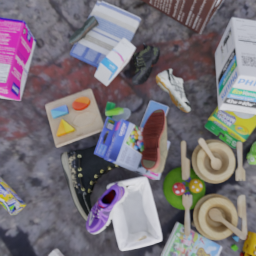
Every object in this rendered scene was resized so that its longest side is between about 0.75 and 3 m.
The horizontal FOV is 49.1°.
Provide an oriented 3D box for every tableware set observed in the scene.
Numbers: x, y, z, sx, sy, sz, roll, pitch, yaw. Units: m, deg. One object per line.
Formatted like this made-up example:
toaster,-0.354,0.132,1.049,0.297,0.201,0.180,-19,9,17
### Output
tableware set,2.654,1.818,8.363,1.982,0.601,2.999,0,80,-1

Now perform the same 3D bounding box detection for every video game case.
video game case,1.781,3.994,8.400,1.573,0.191,1.728,29,79,-1

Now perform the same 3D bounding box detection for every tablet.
tablet,0.902,-0.362,9.628,0.695,0.073,1.068,21,76,5

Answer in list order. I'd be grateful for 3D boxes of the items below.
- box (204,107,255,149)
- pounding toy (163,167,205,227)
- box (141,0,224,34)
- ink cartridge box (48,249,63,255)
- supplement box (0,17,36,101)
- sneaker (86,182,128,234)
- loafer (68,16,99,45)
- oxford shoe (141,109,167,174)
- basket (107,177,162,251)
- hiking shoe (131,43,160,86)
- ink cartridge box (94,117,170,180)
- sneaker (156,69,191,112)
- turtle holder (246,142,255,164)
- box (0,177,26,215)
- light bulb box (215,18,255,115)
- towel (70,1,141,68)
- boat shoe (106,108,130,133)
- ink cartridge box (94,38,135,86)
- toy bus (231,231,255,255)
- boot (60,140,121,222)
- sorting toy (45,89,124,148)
box,3.753,-0.559,9.439,1.361,0.561,2.319,37,81,9
pounding toy,1.932,2.007,8.668,1.356,0.815,1.756,-41,79,-9
box,2.159,-5.335,9.671,2.817,2.313,2.337,33,79,8
ink cartridge box,-2.267,4.720,8.247,1.441,0.366,1.635,43,80,10
supplement box,-4.160,-2.310,9.495,1.263,1.236,2.443,9,77,2
sneaker,-0.709,2.144,7.599,0.666,0.690,1.653,35,98,26
loafer,-1.528,-3.348,9.852,1.266,0.398,0.455,-45,45,3
oxford shoe,0.875,0.412,8.628,0.717,0.761,2.036,-3,63,34
basket,0.157,2.505,8.379,1.258,1.145,1.856,-12,77,-3
hiking shoe,0.458,-2.230,9.882,0.837,0.629,1.662,26,71,18
ink cartridge box,0.169,0.629,8.750,2.211,0.464,1.320,25,72,-16
sneaker,1.702,-1.324,9.575,0.738,0.637,1.684,-35,80,-8
turtle holder,4.798,0.835,8.669,1.808,1.374,1.284,10,77,2
box,-3.876,2.111,8.821,1.333,0.467,0.429,43,80,9
light bulb box,4.139,-1.780,8.515,2.510,1.580,2.532,9,57,1
towel,-0.823,-3.342,10.243,1.835,0.297,2.498,24,78,5
boat shoe,-0.390,-0.258,9.407,0.421,0.363,1.171,46,59,10
ink cartridge box,-0.432,-2.163,9.214,0.560,0.956,1.323,38,67,-3
toy bus,3.774,3.690,8.384,1.053,0.577,1.116,-24,77,-5
boot,-0.986,1.572,8.768,1.740,0.831,2.303,-21,76,-7
sorting toy,-1.431,-0.535,9.198,2.435,0.358,1.800,-20,62,-2
